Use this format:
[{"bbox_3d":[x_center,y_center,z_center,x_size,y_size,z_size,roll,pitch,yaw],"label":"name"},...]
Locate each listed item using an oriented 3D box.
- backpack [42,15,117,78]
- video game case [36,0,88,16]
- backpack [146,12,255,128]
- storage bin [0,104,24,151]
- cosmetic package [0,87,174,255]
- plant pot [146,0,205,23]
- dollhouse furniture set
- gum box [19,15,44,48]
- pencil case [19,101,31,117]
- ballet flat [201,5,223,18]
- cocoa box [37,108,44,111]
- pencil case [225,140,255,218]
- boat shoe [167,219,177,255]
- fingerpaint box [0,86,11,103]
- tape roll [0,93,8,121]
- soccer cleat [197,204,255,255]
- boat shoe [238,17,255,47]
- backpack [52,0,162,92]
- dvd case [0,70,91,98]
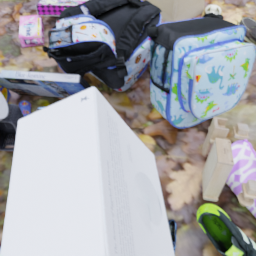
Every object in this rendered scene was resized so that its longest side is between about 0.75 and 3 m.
[{"bbox_3d":[-1.036,-1.957,6.799,1.486,1.561,1.202,-2,76,14],"label":"backpack"},{"bbox_3d":[-1.954,-5.022,11.025,2.652,0.475,2.404,3,42,4],"label":"video game case"},{"bbox_3d":[1.714,-1.230,6.970,2.316,2.531,1.860,-18,43,-22],"label":"backpack"},{"bbox_3d":[-3.135,0.010,7.220,0.863,1.276,0.598,1,53,1],"label":"storage bin"},{"bbox_3d":[-0.544,1.357,5.080,1.732,2.818,2.809,-20,52,15],"label":"cosmetic package"},{"bbox_3d":[1.884,-5.318,10.862,1.781,1.579,1.783,-31,59,-20],"label":"plant pot"},{"bbox_3d":[2.937,0.995,6.015,2.442,1.192,2.082,10,41,3],"label":"dollhouse furniture set"},{"bbox_3d":[-3.533,-3.540,10.273,0.771,0.449,1.359,-8,55,-6],"label":"gum box"},{"bbox_3d":[-2.975,-0.333,8.039,0.357,0.398,0.915,10,51,-29],"label":"pencil case"},{"bbox_3d":[3.152,-4.111,10.492,0.833,0.765,2.428,14,55,10],"label":"ballet flat"},{"bbox_3d":[-1.517,0.038,7.115,1.435,0.957,0.942,10,96,4],"label":"cocoa box"},{"bbox_3d":[3.113,1.462,6.236,1.110,1.131,2.645,3,40,-50],"label":"pencil case"},{"bbox_3d":[0.817,2.481,6.016,0.451,0.368,1.073,6,55,4],"label":"boat shoe"},{"bbox_3d":[-4.198,-0.611,7.041,1.003,2.281,2.734,1,55,3],"label":"fingerpaint box"},{"bbox_3d":[-3.232,-0.595,6.087,0.404,1.223,1.223,-33,56,11],"label":"tape roll"},{"bbox_3d":[2.225,2.485,5.446,2.328,0.943,0.786,44,103,21],"label":"soccer cleat"},{"bbox_3d":[4.730,-3.248,9.842,0.881,0.810,2.466,-10,55,-7],"label":"boat shoe"},{"bbox_3d":[-0.283,-2.668,8.566,2.831,2.181,2.697,39,77,18],"label":"backpack"},{"bbox_3d":[-2.288,-1.152,7.710,2.595,1.851,0.228,5,83,8],"label":"dvd case"}]
